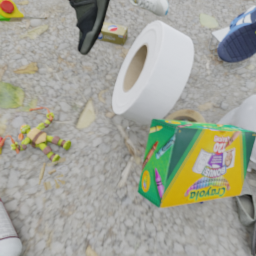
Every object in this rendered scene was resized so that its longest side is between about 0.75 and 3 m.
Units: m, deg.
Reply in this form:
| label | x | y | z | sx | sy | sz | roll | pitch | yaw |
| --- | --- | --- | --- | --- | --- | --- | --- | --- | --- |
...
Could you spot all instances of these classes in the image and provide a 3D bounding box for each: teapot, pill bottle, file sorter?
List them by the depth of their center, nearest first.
| label | x | y | z | sx | sy | sz | roll | pitch | yaw |
| --- | --- | --- | --- | --- | --- | --- | --- | --- | --- |
| pill bottle | -3.809 | 3.065 | 7.582 | 1.459 | 1.459 | 2.662 | -30 | 62 | -18 |
| teapot | 4.435 | 0.538 | 8.846 | 2.932 | 2.169 | 2.971 | 28 | 17 | -16 |
| file sorter | 4.403 | -3.392 | 12.073 | 1.118 | 1.004 | 1.612 | -21 | 59 | -13 |

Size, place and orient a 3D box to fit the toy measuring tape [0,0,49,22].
| label | x | y | z | sx | sy | sz | roll | pitch | yaw |
| --- | --- | --- | --- | --- | --- | --- | --- | --- | --- |
| toy measuring tape | -3.056 | -3.269 | 7.745 | 1.639 | 0.603 | 0.603 | -16 | 56 | -33 |

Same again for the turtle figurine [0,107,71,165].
| label | x | y | z | sx | sy | sz | roll | pitch | yaw |
| --- | --- | --- | --- | --- | --- | --- | --- | --- | --- |
| turtle figurine | -3.117 | 0.474 | 9.688 | 1.966 | 0.785 | 2.437 | 32 | 52 | 10 |

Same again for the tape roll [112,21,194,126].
| label | x | y | z | sx | sy | sz | roll | pitch | yaw |
| --- | --- | --- | --- | --- | --- | --- | --- | --- | --- |
| tape roll | 0.604 | -1.552 | 8.103 | 1.007 | 2.880 | 2.880 | 21 | 55 | -20 |

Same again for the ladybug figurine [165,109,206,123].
| label | x | y | z | sx | sy | sz | roll | pitch | yaw |
| --- | --- | --- | --- | --- | --- | --- | --- | --- | --- |
| ladybug figurine | 1.874 | 0.274 | 9.685 | 1.579 | 0.837 | 2.326 | 17 | 51 | 21 |

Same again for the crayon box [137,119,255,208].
| label | x | y | z | sx | sy | sz | roll | pitch | yaw |
| --- | --- | --- | --- | --- | --- | --- | --- | --- | --- |
| crayon box | 1.472 | 0.671 | 5.723 | 2.509 | 1.490 | 0.731 | 3 | 13 | -36 |

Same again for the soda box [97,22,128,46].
| label | x | y | z | sx | sy | sz | roll | pitch | yaw |
| --- | --- | --- | --- | --- | --- | --- | --- | --- | --- |
| soda box | -0.997 | -4.437 | 12.993 | 1.892 | 0.606 | 0.641 | 16 | 59 | 9 |

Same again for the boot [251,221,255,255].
| label | x | y | z | sx | sy | sz | roll | pitch | yaw |
| --- | --- | --- | --- | --- | --- | --- | --- | --- | --- |
| boot | 4.734 | 2.923 | 7.700 | 2.097 | 0.834 | 2.408 | 23 | 56 | 37 |

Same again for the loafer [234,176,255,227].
| label | x | y | z | sx | sy | sz | roll | pitch | yaw |
| --- | --- | --- | --- | --- | --- | --- | --- | --- | --- |
| loafer | 3.631 | 2.097 | 8.717 | 0.634 | 0.633 | 1.813 | -3 | 57 | -2 |

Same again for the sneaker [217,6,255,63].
| label | x | y | z | sx | sy | sz | roll | pitch | yaw |
| --- | --- | --- | --- | --- | --- | --- | --- | --- | --- |
| sneaker | 3.283 | -2.658 | 7.882 | 2.467 | 0.912 | 1.014 | -41 | 25 | -15 |

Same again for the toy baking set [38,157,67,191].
| label | x | y | z | sx | sy | sz | roll | pitch | yaw |
| --- | --- | --- | --- | --- | --- | --- | --- | --- | --- |
| toy baking set | -1.927 | 1.171 | 7.218 | 0.684 | 0.104 | 0.891 | 13 | 78 | -26 |

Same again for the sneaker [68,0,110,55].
| label | x | y | z | sx | sy | sz | roll | pitch | yaw |
| --- | --- | --- | --- | --- | --- | --- | --- | --- | --- |
| sneaker | -1.471 | -3.724 | 8.952 | 1.490 | 2.601 | 0.994 | 20 | 30 | 0 |

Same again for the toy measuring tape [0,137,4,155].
| label | x | y | z | sx | sy | sz | roll | pitch | yaw |
| --- | --- | --- | --- | --- | --- | --- | --- | --- | --- |
| toy measuring tape | -4.609 | 0.760 | 9.646 | 0.584 | 0.584 | 1.588 | -10 | 57 | -6 |

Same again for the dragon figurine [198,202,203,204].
| label | x | y | z | sx | sy | sz | roll | pitch | yaw |
| --- | --- | --- | --- | --- | --- | --- | --- | --- | --- |
| dragon figurine | 1.696 | 1.437 | 8.609 | 1.118 | 2.249 | 0.662 | 0 | 43 | 47 |

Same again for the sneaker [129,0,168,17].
| label | x | y | z | sx | sy | sz | roll | pitch | yaw |
| --- | --- | --- | --- | --- | --- | --- | --- | --- | --- |
| sneaker | 0.673 | -4.922 | 10.903 | 2.033 | 0.778 | 0.821 | 40 | 54 | 18 |
